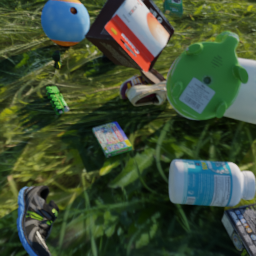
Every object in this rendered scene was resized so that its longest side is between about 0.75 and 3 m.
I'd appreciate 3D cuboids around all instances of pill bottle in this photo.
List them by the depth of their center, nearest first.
[{"bbox_3d":[2.366,1.596,8.066,2.280,1.263,1.263,3,41,2],"label":"pill bottle"}]

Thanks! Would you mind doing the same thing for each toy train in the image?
[{"bbox_3d":[-3.038,-1.196,11.977,0.550,0.407,1.952,-10,41,-28],"label":"toy train"}]

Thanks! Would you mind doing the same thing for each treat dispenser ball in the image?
[{"bbox_3d":[-3.521,-5.978,15.744,2.638,2.638,2.638,0,41,0],"label":"treat dispenser ball"}]

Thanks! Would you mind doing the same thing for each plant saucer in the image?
[{"bbox_3d":[1.145,-2.291,12.781,1.712,0.275,1.712,28,30,-19],"label":"plant saucer"}]

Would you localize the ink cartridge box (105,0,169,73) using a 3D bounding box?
[{"bbox_3d":[0.335,-2.753,7.971,0.522,1.687,2.081,-32,24,34],"label":"ink cartridge box"}]

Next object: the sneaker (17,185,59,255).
[{"bbox_3d":[-2.321,2.427,7.394,1.010,0.864,2.437,-18,41,-10],"label":"sneaker"}]

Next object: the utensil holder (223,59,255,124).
[{"bbox_3d":[4.139,-1.531,10.868,2.807,2.385,2.385,17,44,21],"label":"utensil holder"}]

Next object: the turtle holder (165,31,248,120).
[{"bbox_3d":[2.106,-1.552,8.087,2.018,2.655,1.886,4,3,-1],"label":"turtle holder"}]

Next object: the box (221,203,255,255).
[{"bbox_3d":[3.760,2.983,7.022,1.877,0.519,2.342,-9,42,-11],"label":"box"}]

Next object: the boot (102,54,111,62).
[{"bbox_3d":[-0.787,-4.016,15.121,1.290,0.493,1.084,-4,45,5],"label":"boot"}]

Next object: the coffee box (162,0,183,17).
[{"bbox_3d":[1.727,-4.978,10.973,0.771,0.276,1.254,3,73,-16],"label":"coffee box"}]

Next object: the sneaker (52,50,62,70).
[{"bbox_3d":[-2.741,-2.665,10.822,0.321,0.823,0.351,16,51,-3],"label":"sneaker"}]

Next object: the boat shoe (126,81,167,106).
[{"bbox_3d":[1.186,-1.344,11.862,2.442,0.900,0.845,-11,55,-13],"label":"boat shoe"}]

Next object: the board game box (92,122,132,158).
[{"bbox_3d":[-0.607,0.401,10.245,0.995,0.215,1.478,-17,44,-18],"label":"board game box"}]

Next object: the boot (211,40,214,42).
[{"bbox_3d":[2.613,-2.667,9.184,0.571,0.797,0.280,-13,75,-46],"label":"boot"}]

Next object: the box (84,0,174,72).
[{"bbox_3d":[0.029,-3.706,11.009,2.436,2.021,2.000,27,85,48],"label":"box"}]

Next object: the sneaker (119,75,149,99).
[{"bbox_3d":[0.343,-1.820,12.434,0.841,0.699,1.866,17,44,27],"label":"sneaker"}]
